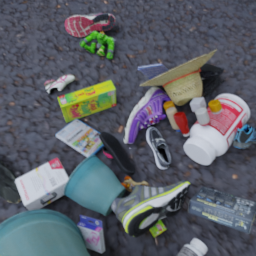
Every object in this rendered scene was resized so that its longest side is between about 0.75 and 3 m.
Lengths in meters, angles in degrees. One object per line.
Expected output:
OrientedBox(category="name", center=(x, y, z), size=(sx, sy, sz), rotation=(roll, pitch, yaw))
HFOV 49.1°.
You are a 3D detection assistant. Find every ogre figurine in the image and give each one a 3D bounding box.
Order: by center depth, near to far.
OrientedBox(category="ogre figurine", center=(-1.193, -3.484, 11.599), size=(1.486, 0.729, 0.891), rotation=(20, 78, 29))

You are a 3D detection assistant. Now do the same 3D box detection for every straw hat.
OrientedBox(category="straw hat", center=(1.867, -1.441, 9.469), size=(2.980, 2.980, 1.261), rotation=(-27, 95, -15))

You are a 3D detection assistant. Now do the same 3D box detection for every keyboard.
OrientedBox(category="keyboard", center=(2.622, -1.484, 10.576), size=(2.447, 0.485, 1.273), rotation=(-40, 47, -16))

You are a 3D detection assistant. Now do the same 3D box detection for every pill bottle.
OrientedBox(category="pill bottle", center=(1.583, 3.483, 7.345), size=(0.615, 0.615, 1.110), rotation=(38, 62, 20))
OrientedBox(category="pill bottle", center=(2.832, 0.061, 9.061), size=(1.287, 1.287, 2.292), rotation=(35, 65, 19))

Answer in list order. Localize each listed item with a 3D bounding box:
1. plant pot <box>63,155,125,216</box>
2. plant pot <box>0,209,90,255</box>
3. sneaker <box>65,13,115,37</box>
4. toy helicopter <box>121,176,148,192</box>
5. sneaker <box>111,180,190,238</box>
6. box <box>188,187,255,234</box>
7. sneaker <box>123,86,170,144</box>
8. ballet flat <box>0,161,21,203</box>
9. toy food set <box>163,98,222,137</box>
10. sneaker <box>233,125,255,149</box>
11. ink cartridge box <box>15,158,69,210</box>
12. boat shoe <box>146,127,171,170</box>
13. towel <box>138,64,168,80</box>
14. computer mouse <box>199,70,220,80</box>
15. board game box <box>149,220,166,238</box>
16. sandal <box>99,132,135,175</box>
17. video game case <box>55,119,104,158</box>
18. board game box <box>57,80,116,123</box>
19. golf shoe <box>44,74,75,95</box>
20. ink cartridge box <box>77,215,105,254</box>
OrientedBox(category="plant pot", center=(-0.855, 1.725, 8.001), size=(1.335, 1.421, 1.421), rotation=(33, 64, 15))
OrientedBox(category="plant pot", center=(-1.736, 3.233, 5.728), size=(2.649, 2.595, 2.649), rotation=(3, 84, -26))
OrientedBox(category="sneaker", center=(-1.635, -4.483, 12.182), size=(2.209, 0.891, 0.825), rotation=(-4, 27, 2))
OrientedBox(category="toy helicopter", center=(0.250, 1.753, 8.293), size=(0.628, 0.949, 0.374), rotation=(55, 48, -16))
OrientedBox(category="sneaker", center=(0.710, 1.908, 7.690), size=(2.690, 0.994, 1.089), rotation=(-10, 33, -42))
OrientedBox(category="box", center=(2.520, 2.113, 7.419), size=(1.543, 1.216, 0.394), rotation=(12, 103, 28))
OrientedBox(category="sneaker", center=(0.678, -0.403, 9.538), size=(1.022, 0.988, 2.450), rotation=(33, 66, 9))
OrientedBox(category="ballet flat", center=(-3.940, 1.433, 8.659), size=(0.723, 0.618, 2.175), rotation=(-42, 76, -10))
OrientedBox(category="toy food set", center=(1.978, -0.303, 8.801), size=(1.984, 0.893, 0.947), rotation=(0, 38, 41))
OrientedBox(category="sneaker", center=(3.876, 0.193, 8.719), size=(1.493, 0.612, 0.547), rotation=(-16, 24, -34))
OrientedBox(category="ink cartridge box", center=(-2.396, 1.633, 8.066), size=(1.349, 0.577, 0.995), rotation=(-28, 51, -13))
OrientedBox(category="boat shoe", center=(1.018, 0.574, 9.129), size=(0.552, 0.522, 1.540), rotation=(-2, 58, -19))
OrientedBox(category="towel", center=(0.964, -1.994, 10.012), size=(0.907, 1.253, 0.149), rotation=(-5, 83, 23))
OrientedBox(category="computer mouse", center=(2.761, -1.891, 10.190), size=(0.741, 0.282, 1.071), rotation=(-17, 21, -15))
OrientedBox(category="board game box", center=(0.695, 2.694, 8.092), size=(0.408, 0.191, 0.803), rotation=(-28, 63, -16))
OrientedBox(category="sandal", center=(-0.463, 0.841, 8.958), size=(0.740, 0.444, 1.971), rotation=(10, 34, -43))
OrientedBox(category="video game case", center=(-1.527, 0.334, 9.410), size=(1.470, 0.131, 1.052), rotation=(30, 47, 17))
OrientedBox(category="board game box", center=(-1.396, -0.918, 9.829), size=(1.924, 0.977, 0.458), rotation=(-21, 62, -12))
OrientedBox(category="golf shoe", center=(-2.550, -1.645, 10.641), size=(1.182, 0.429, 0.544), rotation=(-23, 74, -6))
OrientedBox(category="ink cartridge box", center=(-1.006, 2.807, 7.418), size=(0.827, 0.842, 0.182), rotation=(1, 12, 37))
